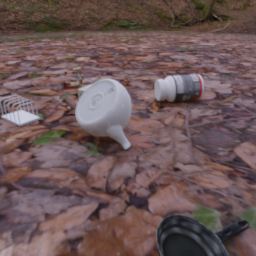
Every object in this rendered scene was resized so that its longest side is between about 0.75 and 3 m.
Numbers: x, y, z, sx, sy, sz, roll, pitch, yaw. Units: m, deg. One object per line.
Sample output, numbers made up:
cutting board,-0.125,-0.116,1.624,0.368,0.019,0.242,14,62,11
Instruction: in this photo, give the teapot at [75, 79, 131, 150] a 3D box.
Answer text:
teapot,-0.745,-0.614,10.812,2.350,1.739,2.381,8,69,41

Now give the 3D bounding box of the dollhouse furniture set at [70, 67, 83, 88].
dollhouse furniture set,-3.162,-3.012,17.149,0.553,1.250,0.648,-13,52,-27

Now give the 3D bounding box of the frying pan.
frying pan,1.568,2.370,6.095,1.676,0.451,2.771,36,30,18

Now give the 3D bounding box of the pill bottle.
pill bottle,2.693,-2.103,14.961,2.371,1.373,1.373,-6,26,-10

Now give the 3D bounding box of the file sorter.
file sorter,-4.955,-0.832,12.733,1.508,0.939,1.046,19,31,34

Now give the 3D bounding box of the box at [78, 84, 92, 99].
box,-2.031,-2.067,15.800,0.702,0.584,1.708,15,29,30
